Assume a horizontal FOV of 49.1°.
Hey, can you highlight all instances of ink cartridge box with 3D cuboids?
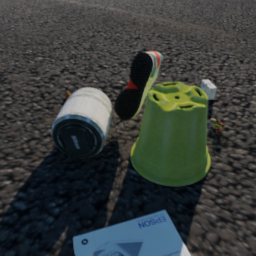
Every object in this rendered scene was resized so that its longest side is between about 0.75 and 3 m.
[{"bbox_3d":[3.677,-1.753,12.907,0.353,0.612,0.838,-7,38,-13],"label":"ink cartridge box"},{"bbox_3d":[0.218,3.234,6.193,2.531,0.515,2.536,-12,38,-16],"label":"ink cartridge box"}]

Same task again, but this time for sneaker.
[{"bbox_3d":[0.481,-1.513,10.321,1.014,2.879,1.346,37,38,18],"label":"sneaker"}]

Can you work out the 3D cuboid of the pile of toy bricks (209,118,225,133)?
[{"bbox_3d":[3.514,-0.059,10.869,0.400,0.449,0.810,18,13,-23],"label":"pile of toy bricks"}]

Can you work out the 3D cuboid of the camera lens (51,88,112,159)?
[{"bbox_3d":[-1.535,-0.183,9.764,1.783,1.783,2.229,4,36,5],"label":"camera lens"}]

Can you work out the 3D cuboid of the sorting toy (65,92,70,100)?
[{"bbox_3d":[-2.436,-1.503,12.817,0.941,0.324,0.326,-3,36,-2],"label":"sorting toy"}]

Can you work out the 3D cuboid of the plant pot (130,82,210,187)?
[{"bbox_3d":[1.441,0.018,8.914,2.709,2.491,2.709,0,37,0],"label":"plant pot"}]
